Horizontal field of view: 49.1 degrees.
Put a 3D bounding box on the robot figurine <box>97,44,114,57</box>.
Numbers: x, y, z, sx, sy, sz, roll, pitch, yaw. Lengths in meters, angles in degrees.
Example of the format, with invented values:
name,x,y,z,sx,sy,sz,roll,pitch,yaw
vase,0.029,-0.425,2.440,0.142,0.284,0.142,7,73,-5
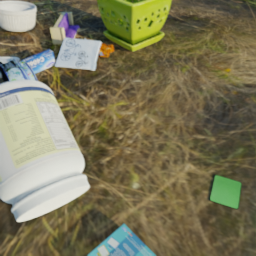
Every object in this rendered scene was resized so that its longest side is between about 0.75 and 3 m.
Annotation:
name,x,y,z,sx,sy,sz,roll,pitch,yaw
robot figurine,-1.514,-3.705,13.148,1.543,0.449,1.118,13,40,14

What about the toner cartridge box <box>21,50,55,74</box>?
name,x,y,z,sx,sy,sz,roll,pitch,yaw
toner cartridge box,-3.834,-2.793,12.016,0.301,0.662,1.393,34,53,30

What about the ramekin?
name,x,y,z,sx,sy,sz,roll,pitch,yaw
ramekin,-5.956,-5.926,14.896,2.099,1.101,2.099,6,35,-4

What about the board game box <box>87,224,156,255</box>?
name,x,y,z,sx,sy,sz,roll,pitch,yaw
board game box,-0.241,2.914,6.080,1.353,0.317,1.021,-32,52,-30

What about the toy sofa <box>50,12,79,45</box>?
name,x,y,z,sx,sy,sz,roll,pitch,yaw
toy sofa,-3.203,-5.143,14.398,1.042,0.884,2.135,1,43,3

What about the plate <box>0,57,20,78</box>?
name,x,y,z,sx,sy,sz,roll,pitch,yaw
plate,-5.687,-2.686,12.192,1.555,0.252,1.558,-2,44,-2

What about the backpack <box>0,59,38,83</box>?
name,x,y,z,sx,sy,sz,roll,pitch,yaw
backpack,-3.900,-1.659,10.232,1.117,1.391,1.520,-27,52,-18

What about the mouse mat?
name,x,y,z,sx,sy,sz,roll,pitch,yaw
mouse mat,2.651,1.722,7.591,0.754,0.035,0.938,15,46,16

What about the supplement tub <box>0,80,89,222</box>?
name,x,y,z,sx,sy,sz,roll,pitch,yaw
supplement tub,-2.328,0.532,6.781,2.080,2.080,2.869,-22,74,-22

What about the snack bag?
name,x,y,z,sx,sy,sz,roll,pitch,yaw
snack bag,-2.198,-3.332,12.579,1.855,0.199,1.749,6,63,6

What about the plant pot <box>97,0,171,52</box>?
name,x,y,z,sx,sy,sz,roll,pitch,yaw
plant pot,0.266,-5.302,13.472,2.615,2.373,2.602,-32,51,-29
